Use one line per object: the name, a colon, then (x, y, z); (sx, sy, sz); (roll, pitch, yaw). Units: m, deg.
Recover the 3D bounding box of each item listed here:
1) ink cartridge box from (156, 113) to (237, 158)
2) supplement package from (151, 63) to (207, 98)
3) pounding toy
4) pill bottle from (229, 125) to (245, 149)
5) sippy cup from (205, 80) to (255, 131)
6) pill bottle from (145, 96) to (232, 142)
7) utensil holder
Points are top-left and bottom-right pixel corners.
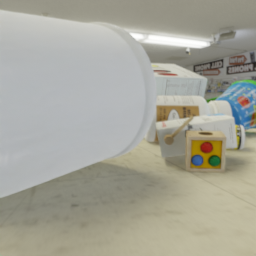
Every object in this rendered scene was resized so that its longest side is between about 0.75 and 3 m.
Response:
ink cartridge box: (1.335, 0.128, 5.777); (1.448, 0.606, 1.050); (-8, 8, 5)
supplement package: (0.805, -1.159, 10.052); (2.734, 2.010, 2.614); (-2, 23, -19)
pounding toy: (1.162, 0.283, 4.968); (1.045, 0.918, 0.478); (1, 14, 7)
pill bottle: (2.288, 0.223, 6.957); (1.048, 0.599, 0.599); (1, 7, 10)
sippy cup: (3.599, -0.565, 9.341); (1.664, 1.783, 2.271); (-24, -8, -36)
pill bottle: (1.621, -0.253, 7.912); (2.281, 1.304, 1.304); (0, 7, -2)
utensil holder: (-1.393, -0.417, 4.213); (2.515, 2.515, 2.960); (5, 13, 37)
